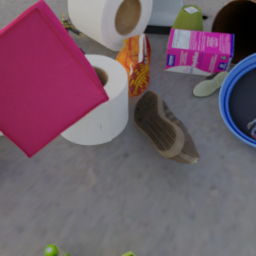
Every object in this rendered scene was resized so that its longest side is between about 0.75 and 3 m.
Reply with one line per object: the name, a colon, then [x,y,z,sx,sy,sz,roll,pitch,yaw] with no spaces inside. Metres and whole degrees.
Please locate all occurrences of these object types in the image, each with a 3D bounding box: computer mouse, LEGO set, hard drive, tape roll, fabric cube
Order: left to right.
fabric cube: [-1.807,-1.038,5.503,1.955,1.993,1.986,-36,30,3]
computer mouse: [-2.242,-2.960,10.514,1.938,0.635,2.760,-35,52,-30]
LEGO set: [-2.202,-4.865,11.885,1.180,0.889,1.535,14,51,12]
tape roll: [-1.109,-0.821,8.010,2.238,1.537,2.238,0,50,0]
tape roll: [-0.624,-4.444,10.358,2.669,2.669,1.833,-37,58,-27]
hard drive: [1.523,-4.993,12.295,1.840,0.434,2.636,4,50,4]

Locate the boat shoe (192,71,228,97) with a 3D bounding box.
boat shoe: [2.693,-1.444,9.302,1.376,0.503,0.431,-31,16,-11]

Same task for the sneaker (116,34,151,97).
sneaker: [0.112,-2.067,9.616,1.151,1.089,2.985,-11,43,22]

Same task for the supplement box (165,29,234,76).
supplement box: [2.439,-2.600,9.751,2.135,1.081,1.104,9,57,10]

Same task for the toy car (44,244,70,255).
toy car: [-1.527,2.850,5.459,0.868,0.713,0.685,-43,49,-15]

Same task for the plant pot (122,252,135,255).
plant pot: [-0.016,2.914,5.229,0.735,0.806,0.810,-46,68,-2]

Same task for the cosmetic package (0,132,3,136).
cosmetic package: [-4.188,-0.349,7.902,1.991,1.012,0.737,3,53,7]

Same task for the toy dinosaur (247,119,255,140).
toy dinosaur: [3.734,-0.116,7.595,1.043,0.946,0.548,-29,69,-31]

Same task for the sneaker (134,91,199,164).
sneaker: [0.993,0.012,7.807,1.028,1.103,2.920,-45,31,17]

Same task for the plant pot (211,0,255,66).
plant pot: [4.655,-3.652,10.229,2.382,2.226,2.226,-27,54,-34]

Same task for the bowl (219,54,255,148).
bowl: [4.016,-0.746,7.735,2.840,0.557,2.840,-5,76,21]

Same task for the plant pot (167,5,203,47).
plant pot: [2.248,-3.730,10.512,1.413,1.510,1.413,0,49,0]
